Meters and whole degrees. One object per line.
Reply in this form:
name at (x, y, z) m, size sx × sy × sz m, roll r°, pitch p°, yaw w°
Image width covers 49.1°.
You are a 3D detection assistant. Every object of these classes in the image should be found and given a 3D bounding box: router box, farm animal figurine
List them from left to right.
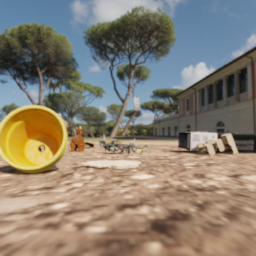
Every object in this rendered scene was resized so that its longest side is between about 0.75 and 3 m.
farm animal figurine at (-3.331, 0.178, 11.404) m, size 2.998 × 1.563 × 2.965 m, roll -1°, pitch -3°, yaw 29°
router box at (3.463, 0.525, 10.688) m, size 2.756 × 0.704 × 2.055 m, roll 2°, pitch -1°, yaw -1°

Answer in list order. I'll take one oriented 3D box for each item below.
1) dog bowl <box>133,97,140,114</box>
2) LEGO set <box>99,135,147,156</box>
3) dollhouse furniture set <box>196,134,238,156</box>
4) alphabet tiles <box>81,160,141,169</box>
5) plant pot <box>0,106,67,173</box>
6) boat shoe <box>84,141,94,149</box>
dog bowl at (0.373, -1.002, 12.461) m, size 0.235 × 0.802 × 0.802 m, roll -7°, pitch -3°, yaw 1°
LEGO set at (-0.289, 0.705, 9.447) m, size 1.391 × 0.607 × 2.142 m, roll -1°, pitch 11°, yaw -18°
dollhouse furniture set at (2.876, 0.678, 9.013) m, size 1.023 × 0.666 × 0.940 m, roll -21°, pitch 0°, yaw -7°
alphabet tiles at (-0.306, 0.668, 5.106) m, size 0.978 × 0.073 × 1.000 m, roll 1°, pitch -2°, yaw -41°
plant pot at (-1.415, 0.251, 4.357) m, size 0.963 × 0.963 × 0.906 m, roll 0°, pitch -17°, yaw -8°
boat shoe at (-2.445, 0.904, 15.231) m, size 1.271 × 0.469 × 0.470 m, roll 1°, pitch 3°, yaw -19°
